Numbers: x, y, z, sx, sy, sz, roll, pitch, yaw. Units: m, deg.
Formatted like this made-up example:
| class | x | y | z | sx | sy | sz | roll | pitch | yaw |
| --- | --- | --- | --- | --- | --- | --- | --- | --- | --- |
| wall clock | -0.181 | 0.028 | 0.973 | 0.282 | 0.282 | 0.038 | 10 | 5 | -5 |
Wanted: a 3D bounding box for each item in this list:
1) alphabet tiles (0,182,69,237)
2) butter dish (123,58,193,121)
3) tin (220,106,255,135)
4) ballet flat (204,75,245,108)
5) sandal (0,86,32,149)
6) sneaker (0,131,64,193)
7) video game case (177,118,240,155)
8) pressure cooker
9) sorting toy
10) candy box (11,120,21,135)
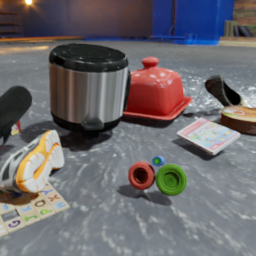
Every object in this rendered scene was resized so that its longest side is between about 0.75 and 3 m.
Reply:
| class | x | y | z | sx | sy | sz | roll | pitch | yaw |
| --- | --- | --- | --- | --- | --- | --- | --- | --- | --- |
| alphabet tiles | -2.377 | 1.541 | 6.065 | 1.542 | 0.070 | 1.845 | -16 | 28 | -34 |
| butter dish | 0.880 | -1.680 | 11.108 | 2.925 | 2.168 | 2.933 | 10 | 25 | 27 |
| tin | 4.708 | -0.198 | 9.744 | 2.922 | 0.612 | 1.636 | 11 | 20 | 26 |
| ballet flat | 3.961 | -1.288 | 10.994 | 2.596 | 0.863 | 0.738 | 22 | -24 | -38 |
| sandal | -3.389 | 0.058 | 7.036 | 0.629 | 1.048 | 2.790 | 22 | 66 | 33 |
| sneaker | -2.295 | 0.760 | 6.774 | 0.990 | 1.003 | 2.563 | -13 | 12 | 9 |
| video game case | 2.343 | 0.210 | 8.349 | 1.086 | 0.133 | 1.519 | -30 | 33 | -20 |
| pressure cooker | -1.279 | -1.078 | 8.865 | 2.471 | 2.766 | 2.433 | 20 | 30 | 23 |
| sorting toy | 0.661 | 1.020 | 6.151 | 1.313 | 0.789 | 0.539 | 6 | -4 | 19 |
| candy box | -4.478 | -0.402 | 9.663 | 1.664 | 0.971 | 0.470 | 11 | 25 | 25 |
